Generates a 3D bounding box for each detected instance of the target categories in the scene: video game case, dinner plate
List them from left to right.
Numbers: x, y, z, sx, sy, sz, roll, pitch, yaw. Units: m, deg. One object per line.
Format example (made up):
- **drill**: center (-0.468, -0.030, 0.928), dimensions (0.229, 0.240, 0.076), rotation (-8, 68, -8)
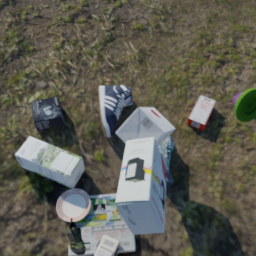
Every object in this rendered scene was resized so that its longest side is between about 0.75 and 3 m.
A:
- **dinner plate**: center (-1.879, 2.678, 9.682), dimensions (1.175, 0.142, 1.175), rotation (-2, 55, 2)
- **video game case**: center (-0.901, 3.239, 9.503), dimensions (2.142, 0.236, 1.953), rotation (-4, 55, -2)

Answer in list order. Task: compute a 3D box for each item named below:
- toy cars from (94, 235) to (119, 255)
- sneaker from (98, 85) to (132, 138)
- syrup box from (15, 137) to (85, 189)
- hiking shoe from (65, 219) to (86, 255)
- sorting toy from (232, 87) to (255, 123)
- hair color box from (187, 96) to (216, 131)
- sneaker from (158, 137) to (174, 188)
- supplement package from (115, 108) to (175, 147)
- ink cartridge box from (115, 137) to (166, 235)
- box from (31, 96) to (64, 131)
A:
- **toy cars**: center (-1.409, 4.269, 8.410), dimensions (2.723, 0.603, 1.221), rotation (-25, 64, -10)
- **sneaker**: center (-0.465, -0.834, 11.917), dimensions (1.479, 0.955, 2.726), rotation (-7, 52, -2)
- **syrup box**: center (-2.892, 1.281, 10.427), dimensions (2.328, 0.948, 0.917), rotation (19, 55, 14)
- **hiking shoe**: center (-1.144, 2.360, 6.059), dimensions (0.304, 0.403, 0.801), rotation (-9, 34, -34)
- **sorting toy**: center (4.070, -0.911, 9.046), dimensions (2.178, 1.309, 0.894), rotation (-19, 32, -17)
- **hair color box**: center (3.168, -0.659, 12.097), dimensions (0.742, 0.448, 1.462), rotation (24, 59, 17)
- **sneaker**: center (1.266, 0.846, 10.668), dimensions (1.239, 1.114, 2.871), rotation (-12, 56, -12)
- **supplement package**: center (0.633, 0.091, 9.118), dimensions (1.135, 1.872, 1.121), rotation (45, 106, 11)
- **ink cartridge box**: center (0.403, 1.419, 6.929), dimensions (0.797, 1.403, 1.925), rotation (-9, 40, 17)
- **box**: center (-3.424, -0.610, 11.920), dimensions (1.181, 0.693, 1.161), rotation (-13, 56, -11)
